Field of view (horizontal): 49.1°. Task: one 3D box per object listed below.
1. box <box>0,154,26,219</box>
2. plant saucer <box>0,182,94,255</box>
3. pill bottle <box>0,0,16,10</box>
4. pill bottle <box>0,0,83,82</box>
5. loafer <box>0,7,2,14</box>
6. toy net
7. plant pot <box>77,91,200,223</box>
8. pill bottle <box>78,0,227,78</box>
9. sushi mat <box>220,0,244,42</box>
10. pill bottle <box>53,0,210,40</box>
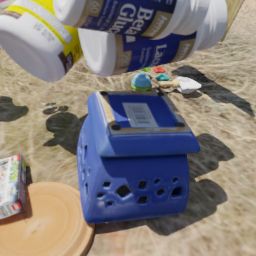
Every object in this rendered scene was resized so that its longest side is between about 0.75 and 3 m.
[{"bbox_3d":[-2.532,1.154,5.521,0.936,0.295,1.700,-18,27,-11],"label":"box"},{"bbox_3d":[-1.675,1.777,5.092,2.086,0.337,2.086,0,37,0],"label":"plant saucer"},{"bbox_3d":[-2.898,-3.160,5.536,0.898,1.584,0.898,-16,28,8],"label":"pill bottle"},{"bbox_3d":[-1.270,-2.541,6.045,1.627,1.627,2.978,24,68,27],"label":"pill bottle"},{"bbox_3d":[-2.826,-2.425,5.107,0.365,1.043,0.364,-28,50,26],"label":"loafer"},{"bbox_3d":[1.292,-1.534,9.328,2.265,0.437,1.188,15,37,16],"label":"toy net"},{"bbox_3d":[0.097,0.404,5.448,2.031,1.826,2.032,0,36,-16],"label":"plant pot"},{"bbox_3d":[0.422,-1.735,4.793,2.322,1.344,1.344,-17,41,-20],"label":"pill bottle"},{"bbox_3d":[2.606,-3.137,6.973,0.122,2.011,0.962,-1,69,-3],"label":"sushi mat"},{"bbox_3d":[0.082,-1.566,3.279,1.722,0.956,0.956,-2,35,-29],"label":"pill bottle"}]
